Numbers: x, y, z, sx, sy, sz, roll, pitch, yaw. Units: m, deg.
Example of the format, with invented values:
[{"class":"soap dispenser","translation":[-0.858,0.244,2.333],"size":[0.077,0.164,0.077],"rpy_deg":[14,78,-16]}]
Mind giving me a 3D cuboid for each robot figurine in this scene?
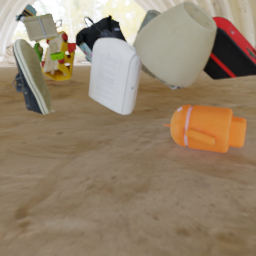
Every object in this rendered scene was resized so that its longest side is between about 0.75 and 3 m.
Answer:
[{"class":"robot figurine","translation":[2.447,0.003,9.029],"size":[2.477,1.444,1.782],"rpy_deg":[8,55,22]}]

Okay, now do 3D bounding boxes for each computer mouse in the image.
[{"class":"computer mouse","translation":[-1.114,-4.049,11.589],"size":[1.793,0.526,0.305],"rpy_deg":[37,-15,0]}]

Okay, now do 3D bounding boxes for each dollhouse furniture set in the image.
[{"class":"dollhouse furniture set","translation":[-2.457,-2.702,8.230],"size":[0.884,1.349,0.677],"rpy_deg":[-12,36,-2]}]

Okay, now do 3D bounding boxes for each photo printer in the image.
[{"class":"photo printer","translation":[-0.456,-1.786,9.305],"size":[1.842,2.214,0.769],"rpy_deg":[30,34,34]}]

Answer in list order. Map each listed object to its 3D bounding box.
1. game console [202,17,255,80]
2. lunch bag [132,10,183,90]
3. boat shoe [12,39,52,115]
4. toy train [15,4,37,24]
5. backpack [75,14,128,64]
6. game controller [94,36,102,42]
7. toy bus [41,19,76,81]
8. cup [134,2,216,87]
[{"class":"game console","translation":[3.056,-2.585,9.602],"size":[2.708,0.420,2.395],"rpy_deg":[33,-12,-27]},{"class":"lunch bag","translation":[1.478,-3.152,11.643],"size":[2.826,2.370,1.969],"rpy_deg":[26,30,-7]},{"class":"boat shoe","translation":[-2.501,-1.176,6.996],"size":[0.688,2.211,0.825],"rpy_deg":[0,50,2]},{"class":"toy train","translation":[-3.899,-4.321,10.878],"size":[0.638,0.853,1.496],"rpy_deg":[37,5,-23]},{"class":"backpack","translation":[-0.971,-3.631,13.377],"size":[2.278,2.729,1.728],"rpy_deg":[-37,-1,-13]},{"class":"game controller","translation":[-0.765,-3.156,11.453],"size":[1.563,0.329,0.815],"rpy_deg":[42,8,-17]},{"class":"toy bus","translation":[-2.938,-3.216,12.355],"size":[2.171,2.301,1.189],"rpy_deg":[49,10,35]},{"class":"cup","translation":[1.531,-2.566,8.038],"size":[2.275,1.627,2.275],"rpy_deg":[18,48,-21]}]
